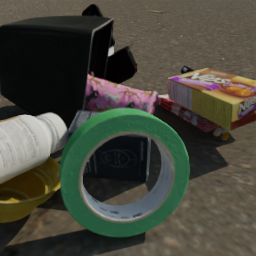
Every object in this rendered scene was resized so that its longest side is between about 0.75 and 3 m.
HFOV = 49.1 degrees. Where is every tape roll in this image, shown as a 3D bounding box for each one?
[{"bbox_3d":[-0.057,0.887,5.514,2.507,2.507,0.602,-8,15,-11],"label":"tape roll"}]

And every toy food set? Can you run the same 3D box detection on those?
[{"bbox_3d":[2.794,-0.017,8.746,0.500,0.471,1.047,8,52,-12],"label":"toy food set"}]

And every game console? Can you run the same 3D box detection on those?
[{"bbox_3d":[-0.860,-2.872,9.953,1.655,2.806,0.338,-19,13,35],"label":"game console"}]

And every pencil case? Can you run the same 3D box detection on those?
[{"bbox_3d":[-0.501,-0.959,8.987,2.869,1.241,1.188,19,-1,9],"label":"pencil case"}]

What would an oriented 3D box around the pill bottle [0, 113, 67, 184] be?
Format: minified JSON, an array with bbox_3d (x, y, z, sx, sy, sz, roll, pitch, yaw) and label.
[{"bbox_3d":[-2.445,0.380,6.205,1.224,1.224,2.141,22,28,28],"label":"pill bottle"}]

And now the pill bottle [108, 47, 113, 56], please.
[{"bbox_3d":[-1.948,-3.211,12.151,2.433,1.455,1.455,-2,35,8],"label":"pill bottle"}]

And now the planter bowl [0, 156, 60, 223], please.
[{"bbox_3d":[-2.638,1.309,6.033,2.364,0.985,2.364,13,18,-4],"label":"planter bowl"}]

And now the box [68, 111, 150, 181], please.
[{"bbox_3d":[-0.396,0.443,7.112,1.910,1.418,1.023,4,36,6],"label":"box"}]

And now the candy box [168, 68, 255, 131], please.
[{"bbox_3d":[2.632,-0.984,8.243,1.675,0.811,2.871,-17,30,-19],"label":"candy box"}]

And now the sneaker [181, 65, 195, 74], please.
[{"bbox_3d":[2.493,-2.181,11.284,0.703,0.459,1.257,28,11,-17],"label":"sneaker"}]

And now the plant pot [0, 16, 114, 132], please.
[{"bbox_3d":[-2.159,-1.901,8.498,2.627,2.961,2.954,12,28,2],"label":"plant pot"}]

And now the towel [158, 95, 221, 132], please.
[{"bbox_3d":[2.529,-0.830,9.252,2.152,0.340,2.988,-17,27,-18],"label":"towel"}]
